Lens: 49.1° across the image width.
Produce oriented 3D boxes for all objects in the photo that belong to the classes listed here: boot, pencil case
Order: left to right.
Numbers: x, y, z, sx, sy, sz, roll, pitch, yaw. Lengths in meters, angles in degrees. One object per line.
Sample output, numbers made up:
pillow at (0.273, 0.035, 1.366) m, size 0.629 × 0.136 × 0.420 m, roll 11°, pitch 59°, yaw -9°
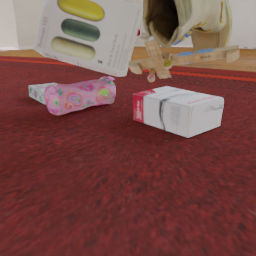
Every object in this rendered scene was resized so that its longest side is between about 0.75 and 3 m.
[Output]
pencil case at (-1.572, -1.171, 9.712) m, size 2.533 × 1.108 × 1.108 m, roll -18°, pitch 27°, yaw -39°
boot at (1.266, -2.179, 5.713) m, size 1.006 × 2.791 × 2.158 m, roll 20°, pitch 57°, yaw 32°

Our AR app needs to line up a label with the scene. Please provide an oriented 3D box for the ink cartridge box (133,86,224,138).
ink cartridge box at (1.427, -0.545, 8.225) m, size 1.566 × 0.899 × 2.156 m, roll -16°, pitch 25°, yaw -38°

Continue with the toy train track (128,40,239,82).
toy train track at (1.073, -1.291, 5.677) m, size 2.216 × 0.361 × 1.271 m, roll -4°, pitch -25°, yaw 21°

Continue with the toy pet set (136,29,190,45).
toy pet set at (1.213, -3.412, 8.454) m, size 1.046 × 1.970 × 1.839 m, roll 6°, pitch 30°, yaw -25°

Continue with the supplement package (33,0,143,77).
supplement package at (-1.234, -2.953, 8.789) m, size 2.719 × 2.063 × 2.048 m, roll 14°, pitch 7°, yaw -11°

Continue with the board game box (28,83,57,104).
board game box at (-3.147, -1.420, 11.280) m, size 1.153 × 0.502 × 1.563 m, roll -14°, pitch 26°, yaw -37°
